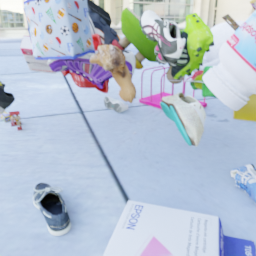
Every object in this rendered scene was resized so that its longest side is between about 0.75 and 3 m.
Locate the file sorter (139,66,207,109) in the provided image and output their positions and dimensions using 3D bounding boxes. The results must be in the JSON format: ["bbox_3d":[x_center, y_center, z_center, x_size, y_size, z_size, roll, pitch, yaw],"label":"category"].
[{"bbox_3d":[1.963,-1.756,12.235,1.741,1.571,2.505,-21,31,-39],"label":"file sorter"}]

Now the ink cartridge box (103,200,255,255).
[{"bbox_3d":[0.819,2.178,4.306,2.431,0.526,2.386,5,23,15],"label":"ink cartridge box"}]

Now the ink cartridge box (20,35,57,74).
[{"bbox_3d":[-3.119,-2.579,9.997,1.009,0.588,1.395,6,-21,-3],"label":"ink cartridge box"}]

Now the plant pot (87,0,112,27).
[{"bbox_3d":[-1.628,-4.281,11.619,1.740,1.544,1.736,26,29,-26],"label":"plant pot"}]

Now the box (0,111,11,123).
[{"bbox_3d":[-4.780,-0.447,10.840,0.270,0.248,0.771,-19,30,-37],"label":"box"}]

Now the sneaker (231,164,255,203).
[{"bbox_3d":[2.760,1.329,6.418,0.552,0.542,1.432,-9,16,10],"label":"sneaker"}]

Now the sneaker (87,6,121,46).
[{"bbox_3d":[-1.075,-3.474,10.510,1.183,2.978,1.168,-37,39,-15],"label":"sneaker"}]

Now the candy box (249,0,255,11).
[{"bbox_3d":[4.195,-3.907,8.527,1.167,0.681,0.330,-50,19,-29],"label":"candy box"}]

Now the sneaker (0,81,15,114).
[{"bbox_3d":[-3.731,-1.129,7.498,0.693,1.638,0.610,-38,45,-6],"label":"sneaker"}]

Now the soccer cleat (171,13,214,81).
[{"bbox_3d":[1.464,-1.899,6.868,0.748,0.899,2.217,-21,-12,-9],"label":"soccer cleat"}]

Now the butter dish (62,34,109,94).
[{"bbox_3d":[-1.534,-2.045,9.374,1.410,1.902,1.907,-14,18,-18],"label":"butter dish"}]

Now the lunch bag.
[{"bbox_3d":[-1.553,-2.137,5.989,1.523,1.295,0.943,5,23,32],"label":"lunch bag"}]

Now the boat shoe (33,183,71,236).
[{"bbox_3d":[-1.635,1.531,5.815,0.615,0.508,1.643,-10,25,-23],"label":"boat shoe"}]

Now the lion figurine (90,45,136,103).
[{"bbox_3d":[-0.156,-1.123,6.265,0.667,1.840,1.127,-33,34,7],"label":"lion figurine"}]

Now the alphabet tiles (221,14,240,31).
[{"bbox_3d":[3.064,-2.863,7.960,0.936,0.035,0.782,42,15,-6],"label":"alphabet tiles"}]

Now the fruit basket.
[{"bbox_3d":[2.352,-1.267,7.999,1.742,0.882,1.881,-6,8,-28],"label":"fruit basket"}]

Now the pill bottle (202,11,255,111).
[{"bbox_3d":[2.561,-1.462,5.095,1.296,2.383,1.296,32,29,-20],"label":"pill bottle"}]

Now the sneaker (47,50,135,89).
[{"bbox_3d":[-0.998,-1.520,7.273,2.366,0.987,0.954,5,16,15],"label":"sneaker"}]

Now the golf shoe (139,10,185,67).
[{"bbox_3d":[0.833,-2.238,6.486,0.667,0.761,1.727,-5,59,-31],"label":"golf shoe"}]

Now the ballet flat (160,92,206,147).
[{"bbox_3d":[1.340,-0.387,6.487,0.803,0.869,2.575,-26,21,4],"label":"ballet flat"}]

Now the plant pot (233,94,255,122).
[{"bbox_3d":[4.950,-1.048,11.021,1.381,1.218,1.381,8,25,19],"label":"plant pot"}]

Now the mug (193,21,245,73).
[{"bbox_3d":[3.442,-2.564,9.728,2.559,1.889,2.244,-27,16,7],"label":"mug"}]

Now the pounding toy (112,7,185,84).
[{"bbox_3d":[0.454,-2.417,9.079,1.268,2.733,2.109,-42,29,13],"label":"pounding toy"}]

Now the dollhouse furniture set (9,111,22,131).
[{"bbox_3d":[-4.021,-0.201,10.000,0.371,0.491,0.913,-9,31,-20],"label":"dollhouse furniture set"}]

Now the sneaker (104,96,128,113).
[{"bbox_3d":[-0.546,-0.989,11.947,0.549,0.482,1.370,-9,29,-41],"label":"sneaker"}]
